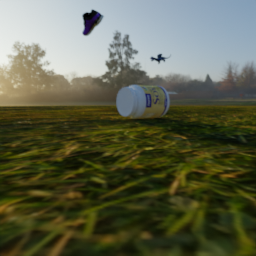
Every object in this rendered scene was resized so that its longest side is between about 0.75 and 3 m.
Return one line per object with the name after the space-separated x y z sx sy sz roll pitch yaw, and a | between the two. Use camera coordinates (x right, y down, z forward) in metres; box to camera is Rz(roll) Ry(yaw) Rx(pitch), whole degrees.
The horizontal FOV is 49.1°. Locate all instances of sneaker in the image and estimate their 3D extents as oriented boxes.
-1.346 -3.615 9.507 0.583 0.407 1.171 31 -34 -26 | sneaker

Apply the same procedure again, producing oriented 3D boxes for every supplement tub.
0.872 -1.538 16.575 2.706 1.967 1.967 -5 8 -37 | supplement tub

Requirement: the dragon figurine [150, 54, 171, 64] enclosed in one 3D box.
1.640 -3.531 14.173 1.063 0.313 0.528 -14 -23 20 | dragon figurine
